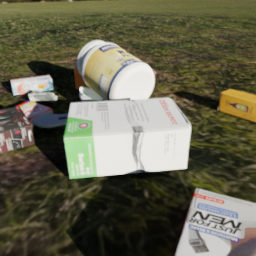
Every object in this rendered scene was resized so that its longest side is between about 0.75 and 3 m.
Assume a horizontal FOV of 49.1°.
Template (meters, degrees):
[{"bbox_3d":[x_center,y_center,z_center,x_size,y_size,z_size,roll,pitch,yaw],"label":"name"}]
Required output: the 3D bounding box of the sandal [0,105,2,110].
[{"bbox_3d":[-5.068,-1.031,10.204,0.733,0.440,1.951,-20,33,-32],"label":"sandal"}]

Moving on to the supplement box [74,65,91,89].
[{"bbox_3d":[-0.717,-2.177,11.816,2.944,0.979,1.013,0,28,2],"label":"supplement box"}]

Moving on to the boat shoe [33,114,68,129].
[{"bbox_3d":[-2.135,-0.160,8.590,1.436,0.406,0.493,-4,52,-7],"label":"boat shoe"}]

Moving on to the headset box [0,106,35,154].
[{"bbox_3d":[-3.659,0.120,7.675,1.774,0.665,1.319,-16,36,-28],"label":"headset box"}]

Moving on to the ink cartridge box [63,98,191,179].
[{"bbox_3d":[-0.075,0.159,7.082,2.809,1.181,2.050,-4,26,-4],"label":"ink cartridge box"}]

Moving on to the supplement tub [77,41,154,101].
[{"bbox_3d":[-0.513,-1.887,9.884,1.822,1.822,2.524,-21,47,-35],"label":"supplement tub"}]

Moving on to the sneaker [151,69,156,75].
[{"bbox_3d":[1.012,-2.727,13.596,0.826,0.292,0.403,22,35,32],"label":"sneaker"}]

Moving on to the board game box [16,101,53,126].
[{"bbox_3d":[-3.248,-0.494,9.319,1.211,0.281,0.918,18,36,30],"label":"board game box"}]

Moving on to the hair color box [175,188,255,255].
[{"bbox_3d":[1.366,2.021,4.054,1.344,0.775,2.423,11,31,19],"label":"hair color box"}]

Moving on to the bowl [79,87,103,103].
[{"bbox_3d":[-1.410,-1.063,10.137,0.927,0.417,0.927,24,24,-12],"label":"bowl"}]

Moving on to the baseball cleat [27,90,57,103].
[{"bbox_3d":[-3.242,-1.085,10.457,1.260,0.439,0.671,15,45,34],"label":"baseball cleat"}]

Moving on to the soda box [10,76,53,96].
[{"bbox_3d":[-3.961,-1.760,11.525,1.604,0.510,0.549,-13,30,-21],"label":"soda box"}]

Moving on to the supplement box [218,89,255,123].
[{"bbox_3d":[4.113,-0.648,9.179,2.176,0.724,0.748,24,36,37],"label":"supplement box"}]
